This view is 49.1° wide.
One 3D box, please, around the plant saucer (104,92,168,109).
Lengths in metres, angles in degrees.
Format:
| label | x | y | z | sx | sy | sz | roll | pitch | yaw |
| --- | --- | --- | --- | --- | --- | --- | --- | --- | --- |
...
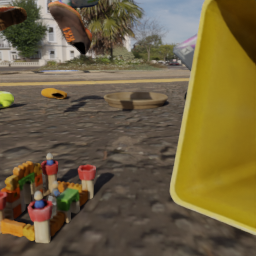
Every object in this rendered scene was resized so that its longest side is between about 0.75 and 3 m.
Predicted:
| label | x | y | z | sx | sy | sz | roll | pitch | yaw |
| --- | --- | --- | --- | --- | --- | --- | --- | --- | --- |
| plant saucer | 0.342 | -1.281 | 12.848 | 2.908 | 0.428 | 2.908 | 1 | 15 | 0 |

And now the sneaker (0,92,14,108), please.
| label | x | y | z | sx | sy | sz | roll | pitch | yaw |
| --- | --- | --- | --- | --- | --- | --- | --- | --- | --- |
| sneaker | -5.887 | -1.041 | 11.509 | 1.127 | 0.813 | 2.146 | -5 | 2 | 38 |

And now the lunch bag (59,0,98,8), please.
| label | x | y | z | sx | sy | sz | roll | pitch | yaw |
| --- | --- | --- | --- | --- | --- | --- | --- | --- | --- |
| lunch bag | -1.286 | -3.448 | 6.500 | 1.032 | 1.284 | 0.530 | -22 | -5 | -30 |

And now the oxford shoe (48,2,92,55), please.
| label | x | y | z | sx | sy | sz | roll | pitch | yaw |
| --- | --- | --- | --- | --- | --- | --- | --- | --- | --- |
| oxford shoe | -1.331 | -2.323 | 6.632 | 0.539 | 0.550 | 1.515 | -6 | -23 | 26 |

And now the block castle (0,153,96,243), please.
| label | x | y | z | sx | sy | sz | roll | pitch | yaw |
| --- | --- | --- | --- | --- | --- | --- | --- | --- | --- |
| block castle | -1.147 | 0.865 | 3.901 | 0.957 | 0.672 | 1.433 | 5 | 15 | 19 |

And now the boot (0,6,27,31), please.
| label | x | y | z | sx | sy | sz | roll | pitch | yaw |
| --- | --- | --- | --- | --- | --- | --- | --- | --- | --- |
| boot | -4.020 | -3.383 | 8.596 | 0.839 | 0.587 | 1.566 | 25 | 41 | 29 |

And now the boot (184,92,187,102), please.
| label | x | y | z | sx | sy | sz | roll | pitch | yaw |
| --- | --- | --- | --- | --- | --- | --- | --- | --- | --- |
| boot | 3.408 | -1.150 | 11.751 | 2.201 | 0.814 | 1.804 | 3 | 20 | 16 |

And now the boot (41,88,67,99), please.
| label | x | y | z | sx | sy | sz | roll | pitch | yaw |
| --- | --- | --- | --- | --- | --- | --- | --- | --- | --- |
| boot | -3.921 | -1.784 | 14.588 | 1.437 | 0.506 | 1.029 | 5 | 10 | -1 |

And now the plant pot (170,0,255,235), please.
| label | x | y | z | sx | sy | sz | roll | pitch | yaw |
| --- | --- | --- | --- | --- | --- | --- | --- | --- | --- |
| plant pot | 2.681 | -0.074 | 3.870 | 2.893 | 2.893 | 2.552 | 13 | 5 | 41 |

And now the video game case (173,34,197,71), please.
| label | x | y | z | sx | sy | sz | roll | pitch | yaw |
| --- | --- | --- | --- | --- | --- | --- | --- | --- | --- |
| video game case | 2.779 | -2.050 | 7.244 | 2.633 | 0.250 | 1.881 | -22 | -46 | 40 |
